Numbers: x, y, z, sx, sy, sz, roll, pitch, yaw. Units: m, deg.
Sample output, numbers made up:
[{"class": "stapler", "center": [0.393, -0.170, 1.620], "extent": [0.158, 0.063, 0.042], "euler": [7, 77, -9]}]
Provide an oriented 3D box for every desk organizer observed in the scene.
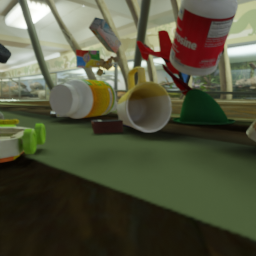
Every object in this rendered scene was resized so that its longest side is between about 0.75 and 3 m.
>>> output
[{"class": "desk organizer", "center": [-0.552, -0.037, 7.424], "extent": [0.811, 0.312, 0.291], "euler": [-2, 7, -18]}]

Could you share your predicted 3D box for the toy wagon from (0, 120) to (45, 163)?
[{"class": "toy wagon", "center": [-2.495, 0.185, 5.014], "extent": [1.905, 0.486, 2.456], "euler": [0, 6, -6]}]

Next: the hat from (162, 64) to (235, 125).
[{"class": "hat", "center": [2.534, -1.278, 9.885], "extent": [2.453, 2.160, 2.032], "euler": [0, 7, -1]}]

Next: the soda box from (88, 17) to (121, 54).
[{"class": "soda box", "center": [-0.535, -2.205, 6.746], "extent": [0.303, 0.326, 0.954], "euler": [27, -6, 31]}]

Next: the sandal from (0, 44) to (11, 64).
[{"class": "sandal", "center": [-2.485, -1.429, 4.009], "extent": [1.622, 0.347, 0.617], "euler": [39, 13, -9]}]

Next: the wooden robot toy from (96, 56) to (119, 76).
[{"class": "wooden robot toy", "center": [-0.989, -2.640, 11.311], "extent": [0.643, 0.624, 1.417], "euler": [23, -26, -30]}]

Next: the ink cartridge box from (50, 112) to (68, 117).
[{"class": "ink cartridge box", "center": [-2.959, -0.597, 12.415], "extent": [0.915, 0.215, 0.905], "euler": [-3, 9, -13]}]

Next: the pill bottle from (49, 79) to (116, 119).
[{"class": "pill bottle", "center": [-1.859, -1.222, 11.728], "extent": [1.591, 1.591, 2.865], "euler": [4, 9, 28]}]

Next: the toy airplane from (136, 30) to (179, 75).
[{"class": "toy airplane", "center": [1.125, -2.679, 10.082], "extent": [2.202, 0.405, 2.202], "euler": [36, -14, 10]}]

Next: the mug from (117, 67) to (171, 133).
[{"class": "mug", "center": [0.381, -0.696, 7.950], "extent": [1.332, 1.664, 1.366], "euler": [25, -8, -19]}]

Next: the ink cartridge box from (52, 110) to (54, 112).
[{"class": "ink cartridge box", "center": [-3.406, -1.168, 15.252], "extent": [1.807, 0.608, 1.058], "euler": [7, 10, 43]}]

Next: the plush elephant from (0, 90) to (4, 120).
[{"class": "plush elephant", "center": [-4.076, -0.577, 7.434], "extent": [1.465, 1.377, 1.779], "euler": [-4, 8, -31]}]

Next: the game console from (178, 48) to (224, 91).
[{"class": "game console", "center": [2.846, -3.024, 11.110], "extent": [2.199, 1.514, 2.551], "euler": [-19, -33, 13]}]

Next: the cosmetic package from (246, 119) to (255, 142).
[{"class": "cosmetic package", "center": [2.797, -0.291, 5.165], "extent": [0.477, 1.342, 0.706], "euler": [33, 15, 12]}]

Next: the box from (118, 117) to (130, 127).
[{"class": "box", "center": [0.243, -0.336, 9.125], "extent": [0.917, 0.481, 0.844], "euler": [-2, 8, -23]}]

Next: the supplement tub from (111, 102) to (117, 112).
[{"class": "supplement tub", "center": [-1.204, -1.232, 15.297], "extent": [1.037, 0.728, 0.728], "euler": [-6, 9, -33]}]

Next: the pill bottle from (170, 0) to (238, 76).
[{"class": "pill bottle", "center": [1.647, -2.277, 6.109], "extent": [1.165, 2.075, 1.165], "euler": [3, 46, -3]}]

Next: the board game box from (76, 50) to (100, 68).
[{"class": "board game box", "center": [-1.514, -2.598, 10.564], "extent": [0.893, 0.683, 0.180], "euler": [-2, -18, -10]}]
